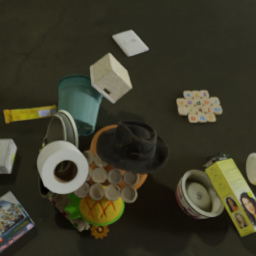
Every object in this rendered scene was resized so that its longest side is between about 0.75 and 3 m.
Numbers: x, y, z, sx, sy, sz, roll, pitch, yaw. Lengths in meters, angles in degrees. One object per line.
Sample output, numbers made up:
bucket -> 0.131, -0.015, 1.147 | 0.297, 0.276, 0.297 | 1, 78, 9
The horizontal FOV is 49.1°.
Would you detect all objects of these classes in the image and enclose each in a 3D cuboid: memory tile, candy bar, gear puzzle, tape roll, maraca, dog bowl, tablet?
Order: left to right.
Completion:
candy bar -> -3.658, -0.541, 10.683 | 1.988, 0.496, 0.220 | -10, 17, -28
tape roll -> -1.932, 1.133, 8.219 | 1.337, 1.337, 0.918 | -24, 22, -17
gear puzzle -> -1.548, 2.875, 9.698 | 2.371, 0.310, 1.228 | 38, 57, 21
maraca -> -1.099, 2.514, 9.194 | 1.933, 1.034, 1.325 | 2, 52, 9
memory tile -> -0.660, 1.533, 8.866 | 2.019, 0.170, 1.548 | 4, 72, 8
tablet -> 0.105, -4.739, 15.568 | 1.298, 0.136, 1.994 | -22, 56, -16
dog bowl -> 2.384, 2.324, 9.562 | 1.706, 0.629, 1.706 | 17, 47, -19

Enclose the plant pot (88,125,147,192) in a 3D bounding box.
plant pot -> -0.422, 1.025, 10.211 | 2.396, 1.677, 2.396 | 0, 52, -1

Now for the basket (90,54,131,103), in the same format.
basket -> -0.706, -2.012, 11.311 | 1.085, 1.337, 1.349 | -34, 43, 20

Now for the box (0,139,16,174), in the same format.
box -> -5.559, 1.121, 10.780 | 2.131, 0.641, 1.243 | -2, 53, -1

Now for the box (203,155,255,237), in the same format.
box -> 3.623, 2.224, 9.487 | 0.964, 0.642, 2.563 | -6, 59, -37

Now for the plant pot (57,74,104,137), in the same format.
plant pot -> -2.053, -0.815, 11.583 | 1.992, 1.992, 1.951 | 1, 61, 1

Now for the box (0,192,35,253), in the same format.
box -> -4.441, 3.348, 9.226 | 2.177, 0.410, 1.487 | -36, 61, -24

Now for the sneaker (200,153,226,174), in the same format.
sneaker -> 3.145, 1.472, 10.619 | 1.637, 0.628, 0.686 | -26, 46, -28

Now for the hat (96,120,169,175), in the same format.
hat -> 0.157, 0.344, 8.732 | 2.388, 0.963, 2.388 | 3, 38, -2

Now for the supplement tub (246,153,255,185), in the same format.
supplement tub -> 5.287, 1.505, 10.154 | 1.615, 1.171, 1.171 | 1, 53, 0

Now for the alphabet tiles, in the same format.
alphabet tiles -> 3.200, -0.975, 12.694 | 1.926, 0.141, 1.884 | -2, 52, -2

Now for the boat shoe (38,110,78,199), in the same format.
boat shoe -> -2.341, 0.922, 9.037 | 1.069, 2.991, 0.894 | 21, 24, 27
